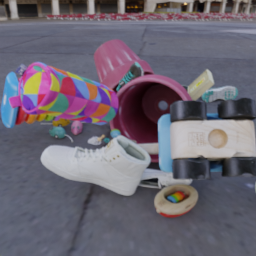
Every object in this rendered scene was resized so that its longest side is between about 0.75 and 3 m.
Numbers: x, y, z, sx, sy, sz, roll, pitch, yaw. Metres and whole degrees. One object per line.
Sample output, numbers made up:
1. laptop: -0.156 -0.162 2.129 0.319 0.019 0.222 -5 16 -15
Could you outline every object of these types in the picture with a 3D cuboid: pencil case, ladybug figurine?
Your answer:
1. pencil case: -1.222 -0.645 6.028 1.067 1.067 2.414 18 5 33
2. ladybug figurine: 1.028 1.609 6.071 1.103 0.397 0.748 -17 31 -31

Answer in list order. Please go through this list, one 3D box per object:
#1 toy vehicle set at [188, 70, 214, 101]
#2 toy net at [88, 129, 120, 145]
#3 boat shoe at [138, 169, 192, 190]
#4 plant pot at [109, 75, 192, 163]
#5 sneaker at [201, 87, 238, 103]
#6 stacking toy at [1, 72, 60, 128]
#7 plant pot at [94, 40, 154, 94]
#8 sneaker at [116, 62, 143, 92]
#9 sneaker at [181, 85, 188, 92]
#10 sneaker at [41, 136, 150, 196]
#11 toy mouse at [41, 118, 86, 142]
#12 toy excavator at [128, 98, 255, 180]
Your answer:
1. toy vehicle set: 2.189 -1.287 8.547 0.180 0.843 1.356 43 26 -8
2. toy net: -0.577 0.288 6.935 0.826 0.434 0.160 -9 45 6
3. boat shoe: 0.845 1.287 6.690 1.327 0.488 0.434 -4 31 26
4. plant pot: 0.856 -0.478 8.239 2.337 2.337 2.092 8 22 15
5. sneaker: 3.947 -1.564 12.319 1.709 0.663 0.779 -3 23 -10
6. stacking toy: -2.563 -0.733 8.927 2.597 1.425 1.507 4 26 -33
7. plant pot: -0.302 -2.036 9.875 1.940 1.940 1.736 -18 70 -32
8. sneaker: 0.024 -1.337 7.893 0.548 1.202 0.466 -35 76 -32
9. sneaker: 2.649 -1.675 12.770 1.030 0.385 0.547 7 25 12
10. sneaker: -0.667 0.582 6.158 2.292 1.325 0.844 19 36 -10
11. toy mouse: -2.041 -0.002 9.312 1.546 0.299 1.374 -8 34 -21
12. toy excavator: 1.104 0.435 6.337 2.841 1.460 2.922 -1 -10 -1
